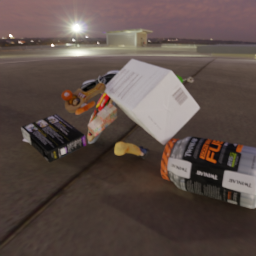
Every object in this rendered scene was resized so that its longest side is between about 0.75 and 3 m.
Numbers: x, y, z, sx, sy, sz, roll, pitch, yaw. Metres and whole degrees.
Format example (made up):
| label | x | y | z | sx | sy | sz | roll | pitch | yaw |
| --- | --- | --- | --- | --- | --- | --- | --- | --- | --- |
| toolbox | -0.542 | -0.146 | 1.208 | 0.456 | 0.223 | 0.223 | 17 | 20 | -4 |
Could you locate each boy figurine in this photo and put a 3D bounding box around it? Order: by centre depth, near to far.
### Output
| label | x | y | z | sx | sy | sz | roll | pitch | yaw |
| --- | --- | --- | --- | --- | --- | --- | --- | --- | --- |
| boy figurine | 0.122 | 0.818 | 10.114 | 0.945 | 0.490 | 1.520 | 20 | 5 | 40 |

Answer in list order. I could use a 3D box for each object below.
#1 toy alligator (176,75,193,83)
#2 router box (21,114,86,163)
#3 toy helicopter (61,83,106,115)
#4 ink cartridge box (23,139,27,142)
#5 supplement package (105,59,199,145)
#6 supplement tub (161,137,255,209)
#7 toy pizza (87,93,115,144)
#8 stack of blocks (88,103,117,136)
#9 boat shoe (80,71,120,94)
| label | x | y | z | sx | sy | sz | roll | pitch | yaw |
| --- | --- | --- | --- | --- | --- | --- | --- | --- | --- |
| toy alligator | 1.845 | -1.947 | 11.523 | 1.965 | 0.533 | 0.583 | -14 | 64 | -11 |
| router box | -2.757 | 0.309 | 10.304 | 1.518 | 0.520 | 2.035 | -26 | 42 | -34 |
| toy helicopter | -1.464 | -1.031 | 9.724 | 1.600 | 0.631 | 1.058 | -30 | 53 | 3 |
| ink cartridge box | -3.341 | 0.243 | 11.773 | 1.852 | 0.628 | 1.074 | 10 | 25 | 4 |
| supplement package | 0.602 | -1.014 | 9.369 | 1.630 | 1.693 | 2.976 | -46 | 30 | -1 |
| supplement tub | 2.449 | 1.187 | 8.173 | 2.716 | 1.664 | 1.664 | 10 | 22 | 26 |
| toy pizza | -1.177 | -0.633 | 11.797 | 0.435 | 2.746 | 2.746 | 25 | 15 | -15 |
| stack of blocks | -0.872 | -0.271 | 9.583 | 0.316 | 0.622 | 1.080 | 39 | 68 | 19 |
| boat shoe | -1.006 | -1.653 | 10.643 | 1.838 | 0.679 | 0.628 | -10 | 27 | 15 |
